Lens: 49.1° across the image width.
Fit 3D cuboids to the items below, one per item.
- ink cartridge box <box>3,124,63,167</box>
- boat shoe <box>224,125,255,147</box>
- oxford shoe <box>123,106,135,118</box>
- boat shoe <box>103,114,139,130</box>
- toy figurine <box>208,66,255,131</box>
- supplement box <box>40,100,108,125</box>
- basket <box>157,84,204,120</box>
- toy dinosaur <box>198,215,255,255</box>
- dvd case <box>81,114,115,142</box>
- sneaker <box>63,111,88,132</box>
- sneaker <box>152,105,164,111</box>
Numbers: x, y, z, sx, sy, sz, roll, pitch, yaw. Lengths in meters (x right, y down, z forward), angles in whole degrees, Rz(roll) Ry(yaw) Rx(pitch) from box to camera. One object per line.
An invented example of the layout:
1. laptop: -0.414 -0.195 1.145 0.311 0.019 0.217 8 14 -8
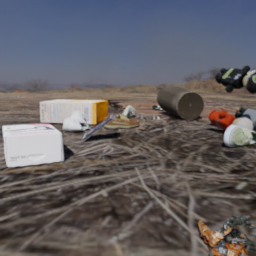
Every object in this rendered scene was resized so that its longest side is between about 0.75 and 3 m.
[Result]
1. ink cartridge box: -2.499 0.376 7.211 1.280 0.746 1.768 -4 10 -25
2. boat shoe: 3.474 0.240 8.507 0.546 0.633 1.759 10 11 42
3. oxford shoe: 0.046 -0.806 15.063 0.551 0.717 1.907 38 14 1
4. boat shoe: -0.265 -0.282 11.758 1.581 0.584 0.598 -5 10 -26
5. toy figurine: 4.447 -0.971 10.290 2.475 2.514 1.749 -3 19 -32
6. supplement box: -2.553 -0.795 13.494 2.796 1.028 1.762 3 10 15
7. basket: 3.003 -1.388 15.332 2.326 1.755 2.580 9 12 -10
8. toy dinosaur: 1.094 1.240 3.111 0.592 0.446 0.873 -21 38 -20
9. dvd case: -0.983 -0.023 9.349 1.290 0.103 0.959 -35 9 3
10. sneaker: -1.975 -0.184 11.364 0.843 0.717 1.904 12 17 2
11. sneaker: 2.140 -1.322 19.181 0.959 0.362 0.552 17 9 38
